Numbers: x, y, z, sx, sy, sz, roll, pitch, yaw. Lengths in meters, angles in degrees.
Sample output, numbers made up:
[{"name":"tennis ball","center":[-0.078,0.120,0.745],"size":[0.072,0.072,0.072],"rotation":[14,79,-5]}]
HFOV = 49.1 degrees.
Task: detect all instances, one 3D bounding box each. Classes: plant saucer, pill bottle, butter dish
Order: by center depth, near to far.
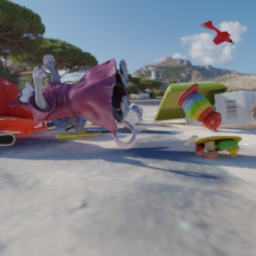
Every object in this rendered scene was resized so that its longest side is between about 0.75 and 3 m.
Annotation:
[{"name":"butter dish","center":[-3.875,-0.772,7.236],"size":[2.580,1.907,2.573],"rotation":[-4,-3,-3]},{"name":"pill bottle","center":[0.100,-0.477,9.805],"size":[0.619,0.619,1.088],"rotation":[1,18,13]},{"name":"plant saucer","center":[2.627,-1.249,12.533],"size":[2.689,0.645,2.693],"rotation":[-6,-24,-11]}]

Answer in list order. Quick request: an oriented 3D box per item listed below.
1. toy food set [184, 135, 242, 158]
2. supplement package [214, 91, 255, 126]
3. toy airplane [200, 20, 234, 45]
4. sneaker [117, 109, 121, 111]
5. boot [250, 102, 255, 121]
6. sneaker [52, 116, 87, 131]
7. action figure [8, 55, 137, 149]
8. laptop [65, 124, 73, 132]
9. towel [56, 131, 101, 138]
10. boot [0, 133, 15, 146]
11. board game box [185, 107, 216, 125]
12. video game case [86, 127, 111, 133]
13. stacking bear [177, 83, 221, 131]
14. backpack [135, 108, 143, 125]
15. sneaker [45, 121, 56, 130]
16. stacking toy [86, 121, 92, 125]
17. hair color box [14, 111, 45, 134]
[{"name":"toy food set","center":[1.576,0.388,5.103],"size":[1.079,0.353,0.635],"rotation":[1,-19,-13]},{"name":"supplement package","center":[4.692,-0.800,11.663],"size":[1.324,1.320,2.258],"rotation":[-4,1,41]},{"name":"toy airplane","center":[3.042,-3.241,9.489],"size":[1.366,1.366,0.251],"rotation":[-3,-38,-25]},{"name":"sneaker","center":[-0.457,-0.622,13.168],"size":[0.701,0.640,1.733],"rotation":[-8,15,22]},{"name":"boot","center":[4.816,-0.683,9.580],"size":[0.466,0.970,1.326],"rotation":[8,-41,-34]},{"name":"sneaker","center":[-2.239,-0.448,8.659],"size":[2.095,0.822,0.789],"rotation":[18,10,-11]},{"name":"action figure","center":[-1.331,-0.631,6.514],"size":[2.857,2.127,1.914],"rotation":[-10,26,14]},{"name":"laptop","center":[-1.118,-0.026,10.447],"size":[2.116,1.227,1.982],"rotation":[-30,10,-8]},{"name":"towel","center":[-1.369,0.173,7.770],"size":[1.158,0.105,0.498],"rotation":[-4,1,-33]},{"name":"boot","center":[-3.221,0.236,6.385],"size":[1.006,0.364,0.726],"rotation":[6,-1,-43]},{"name":"board game box","center":[3.228,-0.525,12.207],"size":[1.444,0.757,0.744],"rotation":[-5,7,-42]},{"name":"video game case","center":[-0.964,0.073,9.359],"size":[0.833,0.111,1.166],"rotation":[-1,6,-10]},{"name":"stacking bear","center":[2.563,-0.601,9.727],"size":[0.923,1.623,0.986],"rotation":[-32,-27,-18]},{"name":"backpack","center":[0.217,-0.570,12.269],"size":[1.022,0.788,0.974],"rotation":[14,25,-2]},{"name":"sneaker","center":[-2.894,-0.247,10.223],"size":[0.369,0.432,1.052],"rotation":[-19,21,-26]},{"name":"stacking toy","center":[-1.705,-0.622,11.937],"size":[0.625,0.856,0.625],"rotation":[-31,-9,-6]},{"name":"hair color box","center":[-4.367,-0.306,9.293],"size":[2.807,0.860,1.425],"rotation":[1,6,3]}]
